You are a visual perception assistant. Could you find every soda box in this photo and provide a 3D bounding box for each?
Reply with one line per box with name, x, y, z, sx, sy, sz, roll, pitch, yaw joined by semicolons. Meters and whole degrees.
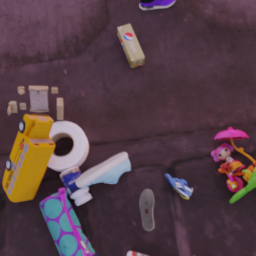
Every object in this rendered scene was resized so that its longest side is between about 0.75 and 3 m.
soda box;0.102;-3.299;11.295;0.577;0.545;1.703;-19;72;-6

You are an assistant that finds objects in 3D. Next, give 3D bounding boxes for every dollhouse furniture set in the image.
dollhouse furniture set;-3.162;-0.866;9.638;1.801;0.934;0.797;0;28;-15

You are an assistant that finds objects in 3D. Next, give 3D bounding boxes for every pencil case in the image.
pencil case;-1.919;3.194;8.857;1.091;1.004;2.360;-42;71;34

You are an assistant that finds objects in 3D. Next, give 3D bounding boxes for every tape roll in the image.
tape roll;-2.308;0.659;9.951;1.754;0.613;1.754;0;73;1

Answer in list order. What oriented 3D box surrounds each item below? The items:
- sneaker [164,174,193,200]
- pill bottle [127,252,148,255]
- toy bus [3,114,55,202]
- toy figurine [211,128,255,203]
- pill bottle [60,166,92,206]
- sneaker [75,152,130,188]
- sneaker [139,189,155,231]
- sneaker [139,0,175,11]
sneaker;1.725;1.940;9.650;1.141;0.422;0.469;41;75;5
pill bottle;0.842;4.518;8.382;2.005;1.162;1.162;12;72;4
toy bus;-3.131;0.946;8.904;1.081;0.898;2.761;43;116;36
toy figurine;3.709;1.068;9.622;2.255;1.693;2.075;-43;61;12
pill bottle;-1.757;1.971;9.480;0.693;0.693;1.198;-29;75;-9
sneaker;-0.726;1.608;9.355;2.034;0.752;0.834;-27;99;-24
sneaker;0.511;2.115;7.217;0.377;0.536;1.009;-2;71;11
sneaker;1.294;-5.530;11.883;1.652;0.822;0.574;-15;72;-4
